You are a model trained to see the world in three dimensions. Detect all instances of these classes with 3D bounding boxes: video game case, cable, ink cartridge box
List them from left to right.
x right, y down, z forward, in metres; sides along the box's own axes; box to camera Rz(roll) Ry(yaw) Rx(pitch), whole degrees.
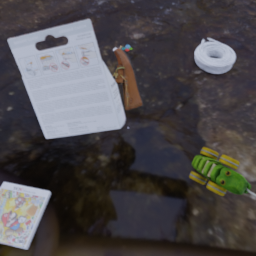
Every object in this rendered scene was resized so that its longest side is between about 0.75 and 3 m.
[{"bbox_3d":[-3.017,2.275,7.447,1.426,0.179,1.566,9,52,8],"label":"video game case"},{"bbox_3d":[-1.398,-1.075,6.820,2.133,2.625,0.749,-8,21,15],"label":"ink cartridge box"},{"bbox_3d":[3.482,-2.855,11.348,1.610,0.558,1.611,28,57,19],"label":"cable"}]

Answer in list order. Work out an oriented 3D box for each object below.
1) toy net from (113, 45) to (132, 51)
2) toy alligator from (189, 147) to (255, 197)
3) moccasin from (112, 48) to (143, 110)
[{"bbox_3d":[-0.244,-3.335,12.000,0.813,0.157,0.426,-20,57,-13],"label":"toy net"},{"bbox_3d":[2.251,1.121,6.704,0.678,2.821,0.935,25,90,-25],"label":"toy alligator"},{"bbox_3d":[-0.139,-1.648,9.553,0.809,2.095,0.766,-16,12,-5],"label":"moccasin"}]
